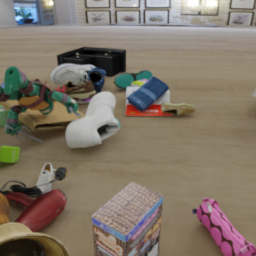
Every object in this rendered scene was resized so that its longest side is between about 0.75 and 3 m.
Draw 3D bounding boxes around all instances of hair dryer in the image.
[{"bbox_3d":[-2.024,1.614,5.811,1.543,0.550,2.026,-17,21,0],"label":"hair dryer"}]

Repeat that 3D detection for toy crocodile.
[{"bbox_3d":[-4.078,0.688,7.250,2.365,0.798,0.730,-4,10,-14],"label":"toy crocodile"}]

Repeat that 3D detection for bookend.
[{"bbox_3d":[-1.954,-3.568,15.607,2.822,1.308,2.840,10,28,21],"label":"bookend"}]

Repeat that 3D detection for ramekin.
[{"bbox_3d":[-4.345,-0.524,10.042,1.132,0.553,1.132,1,25,0],"label":"ramekin"}]

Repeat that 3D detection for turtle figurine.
[{"bbox_3d":[-2.750,-0.686,7.990,2.199,2.937,1.479,-30,67,8],"label":"turtle figurine"}]

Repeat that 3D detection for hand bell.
[{"bbox_3d":[-2.087,1.701,4.706,1.433,1.433,2.752,-14,20,-27],"label":"hand bell"}]

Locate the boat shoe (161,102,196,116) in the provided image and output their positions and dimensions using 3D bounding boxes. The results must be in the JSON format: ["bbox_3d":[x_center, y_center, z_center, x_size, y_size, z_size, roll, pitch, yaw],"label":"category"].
[{"bbox_3d":[1.870,-0.633,10.453,1.301,0.466,0.495,2,51,4],"label":"boat shoe"}]

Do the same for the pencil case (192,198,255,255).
[{"bbox_3d":[1.705,1.841,4.992,0.573,0.592,1.263,-15,30,-14],"label":"pencil case"}]

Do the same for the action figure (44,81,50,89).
[{"bbox_3d":[-4.207,-1.949,13.132,1.090,0.539,0.356,-10,26,-26],"label":"action figure"}]

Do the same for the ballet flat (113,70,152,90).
[{"bbox_3d":[0.142,-2.305,13.787,2.328,0.864,0.864,-15,29,-33],"label":"ballet flat"}]

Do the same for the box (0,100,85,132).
[{"bbox_3d":[-2.948,-0.632,9.755,2.661,0.283,2.176,29,25,36],"label":"box"}]

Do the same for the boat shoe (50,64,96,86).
[{"bbox_3d":[-2.357,-2.506,13.896,1.214,1.052,2.848,29,28,35],"label":"boat shoe"}]

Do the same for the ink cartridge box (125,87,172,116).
[{"bbox_3d":[0.799,-1.117,11.351,1.801,0.532,2.250,1,24,2],"label":"ink cartridge box"}]

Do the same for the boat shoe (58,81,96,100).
[{"bbox_3d":[-2.383,-1.545,11.511,2.202,0.814,0.813,-6,19,17],"label":"boat shoe"}]

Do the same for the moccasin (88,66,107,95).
[{"bbox_3d":[-1.435,-2.313,13.089,0.946,0.802,2.352,2,37,-10],"label":"moccasin"}]

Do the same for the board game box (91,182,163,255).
[{"bbox_3d":[0.013,1.725,4.455,0.622,1.285,1.024,17,30,32],"label":"board game box"}]

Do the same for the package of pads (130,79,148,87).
[{"bbox_3d":[0.824,-1.889,13.074,0.990,0.437,1.281,-21,32,-37],"label":"package of pads"}]

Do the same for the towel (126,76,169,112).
[{"bbox_3d":[0.804,-1.374,11.178,0.933,0.406,1.672,37,61,25],"label":"towel"}]

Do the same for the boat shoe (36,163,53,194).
[{"bbox_3d":[-1.982,1.188,6.667,0.360,0.354,1.015,0,26,0],"label":"boat shoe"}]

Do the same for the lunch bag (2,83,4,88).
[{"bbox_3d":[-5.042,-1.483,12.262,0.922,0.576,1.224,-6,38,-14],"label":"lunch bag"}]

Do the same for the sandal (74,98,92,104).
[{"bbox_3d":[-1.916,-1.216,11.837,1.098,0.270,0.447,-4,25,-4],"label":"sandal"}]

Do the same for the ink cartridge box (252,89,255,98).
[{"bbox_3d":[5.882,-1.383,10.509,1.752,1.011,2.398,38,34,19],"label":"ink cartridge box"}]

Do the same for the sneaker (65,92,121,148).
[{"bbox_3d":[-0.756,-0.238,8.890,1.258,1.069,2.842,3,34,20],"label":"sneaker"}]
